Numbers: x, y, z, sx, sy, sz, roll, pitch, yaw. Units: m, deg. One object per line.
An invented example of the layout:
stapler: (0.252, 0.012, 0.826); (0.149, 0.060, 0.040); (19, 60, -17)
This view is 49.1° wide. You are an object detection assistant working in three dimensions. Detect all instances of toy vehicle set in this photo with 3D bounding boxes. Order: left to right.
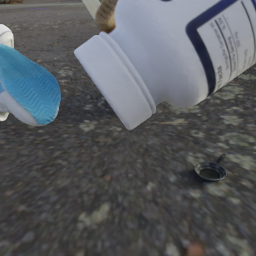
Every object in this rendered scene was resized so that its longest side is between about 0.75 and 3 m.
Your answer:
toy vehicle set: (-1.345, -4.024, 7.907); (0.350, 2.643, 1.642); (-33, 0, 8)

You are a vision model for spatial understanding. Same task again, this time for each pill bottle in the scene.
pill bottle: (0.807, -1.200, 3.309); (2.744, 1.524, 1.524); (-35, 34, -1)

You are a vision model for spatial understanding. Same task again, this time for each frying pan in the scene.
frying pan: (1.752, 0.819, 5.960); (0.622, 0.167, 1.028); (9, 28, 14)

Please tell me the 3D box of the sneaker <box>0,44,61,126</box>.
sneaker: (-1.325, -0.433, 3.254); (0.619, 0.654, 1.618); (-12, 40, -43)

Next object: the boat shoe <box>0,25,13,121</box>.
boat shoe: (-2.158, -0.871, 4.825); (0.578, 1.770, 0.651); (32, 39, 2)

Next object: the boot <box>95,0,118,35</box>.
boot: (0.274, -2.932, 6.101); (0.824, 2.276, 1.893); (46, 17, 6)
